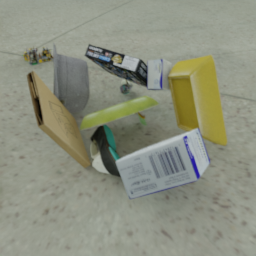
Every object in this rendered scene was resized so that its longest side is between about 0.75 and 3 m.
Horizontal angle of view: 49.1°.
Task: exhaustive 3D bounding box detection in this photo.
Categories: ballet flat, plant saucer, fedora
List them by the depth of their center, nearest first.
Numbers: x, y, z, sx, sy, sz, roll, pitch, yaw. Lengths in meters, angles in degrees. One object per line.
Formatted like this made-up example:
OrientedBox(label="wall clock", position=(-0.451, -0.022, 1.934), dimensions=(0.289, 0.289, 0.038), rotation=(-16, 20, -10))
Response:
OrientedBox(label="plant saucer", position=(2.036, -0.838, 9.006), dimensions=(0.642, 2.652, 2.651), rotation=(-15, 11, -8))
OrientedBox(label="ballet flat", position=(-0.704, 0.892, 9.034), dimensions=(0.914, 0.909, 2.672), rotation=(-37, 32, 6))
OrientedBox(label="plant saucer", position=(-0.347, -0.549, 9.362), dimensions=(2.774, 0.431, 2.774), rotation=(-18, 4, 1))
OrientedBox(label="fedora", position=(-2.225, -1.705, 10.861), dimensions=(1.341, 2.971, 2.627), rotation=(0, 32, -16))
OrientedBox(label="ballet flat", position=(-0.095, -1.861, 12.333), dimensions=(0.564, 0.564, 1.567), rotation=(2, 16, 2))

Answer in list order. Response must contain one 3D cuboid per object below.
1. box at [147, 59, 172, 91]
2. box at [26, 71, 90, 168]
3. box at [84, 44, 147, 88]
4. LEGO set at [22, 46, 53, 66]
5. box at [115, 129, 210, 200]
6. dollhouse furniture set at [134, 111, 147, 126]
OrientedBox(label="box", position=(1.113, -1.822, 9.844), dimensions=(0.576, 1.009, 1.098), rotation=(2, 5, 24))
OrientedBox(label="box", position=(-2.114, -0.175, 8.695), dimensions=(0.288, 2.704, 2.210), rotation=(-28, 54, 2))
OrientedBox(label="box", position=(-0.149, -2.223, 10.467), dimensions=(2.213, 0.554, 2.229), rotation=(26, 2, 25))
OrientedBox(label="LEGO set", position=(-5.094, -4.228, 15.648), dimensions=(1.649, 0.955, 1.268), rotation=(-14, 40, -18))
OrientedBox(label="box", position=(1.038, 0.920, 7.596), dimensions=(1.912, 1.091, 2.079), rotation=(-22, -3, 25))
OrientedBox(label="dollhouse furniture set", position=(0.241, -0.499, 11.110), dimensions=(0.444, 0.574, 1.149), rotation=(-27, 47, -17))
